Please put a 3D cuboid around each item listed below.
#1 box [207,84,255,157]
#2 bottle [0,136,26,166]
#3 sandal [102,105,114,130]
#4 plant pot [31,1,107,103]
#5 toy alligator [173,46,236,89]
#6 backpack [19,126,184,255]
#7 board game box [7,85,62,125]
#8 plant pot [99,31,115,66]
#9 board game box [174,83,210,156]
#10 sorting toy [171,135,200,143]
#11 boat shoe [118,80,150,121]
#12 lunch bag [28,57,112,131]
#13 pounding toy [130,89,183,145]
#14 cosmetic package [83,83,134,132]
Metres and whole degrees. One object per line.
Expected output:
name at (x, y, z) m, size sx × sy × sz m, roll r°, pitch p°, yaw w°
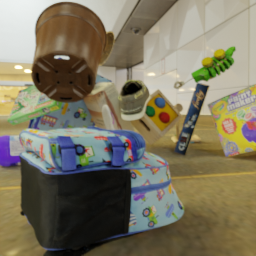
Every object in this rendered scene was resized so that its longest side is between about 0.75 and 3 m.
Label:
box at (4.197, -0.515, 7.650) m, size 2.595 × 1.644 × 2.695 m, roll -12°, pitch -8°, yaw -38°
bottle at (-2.080, 0.518, 7.095) m, size 2.237 × 0.730 × 0.934 m, roll -2°, pitch 4°, yaw -22°
sandal at (-0.522, -0.209, 8.188) m, size 0.259 × 1.053 × 0.428 m, roll -27°, pitch 29°, yaw -31°
plant pot at (-1.353, -1.584, 6.263) m, size 1.738 × 1.738 × 1.721 m, roll 0°, pitch 48°, yaw -3°
toy alligator at (2.128, -1.474, 7.389) m, size 1.930 × 0.572 × 0.524 m, roll -34°, pitch 47°, yaw 2°
backpack at (-0.266, 0.602, 3.324) m, size 1.789 × 1.203 × 1.633 m, roll -1°, pitch 4°, yaw -29°
board game box at (-2.487, -0.785, 7.730) m, size 1.714 × 1.153 × 0.250 m, roll -14°, pitch -39°, yaw 24°
plant pot at (-1.133, -2.640, 8.652) m, size 1.016 × 1.110 × 1.110 m, roll 29°, pitch 12°, yaw 13°
board game box at (1.969, -0.325, 8.555) m, size 0.359 × 2.078 × 1.408 m, roll 19°, pitch 14°, yaw 13°
sorting toy at (2.285, 0.443, 11.368) m, size 1.013 × 0.202 × 1.371 m, roll -5°, pitch 8°, yaw 1°
boat shoe at (0.194, -1.076, 8.699) m, size 0.882 × 0.738 × 2.469 m, roll -6°, pitch 27°, yaw 10°
lunch bag at (-1.985, -0.652, 9.313) m, size 2.029 × 2.695 × 1.268 m, roll 19°, pitch -6°, yaw -38°
pounding toy at (1.406, -0.414, 10.106) m, size 2.170 × 1.907 × 0.993 m, roll -40°, pitch -3°, yaw -34°
cosmetic package at (-0.636, -0.437, 9.000) m, size 0.829 × 1.900 × 0.982 m, roll -36°, pitch 25°, yaw -26°
